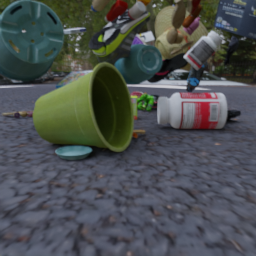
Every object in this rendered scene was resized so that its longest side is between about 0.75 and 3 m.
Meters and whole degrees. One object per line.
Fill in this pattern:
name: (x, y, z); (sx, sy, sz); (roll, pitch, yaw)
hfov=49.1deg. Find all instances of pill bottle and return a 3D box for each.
pill bottle: (2.232, -0.612, 10.053); (2.292, 1.287, 1.287); (1, 11, 2)
pill bottle: (2.270, -2.341, 8.452); (0.615, 1.110, 0.615); (39, 18, -15)

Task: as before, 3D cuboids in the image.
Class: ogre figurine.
ogre figurine: (0.878, -1.364, 14.934); (0.729, 0.891, 1.486); (41, -13, -16)

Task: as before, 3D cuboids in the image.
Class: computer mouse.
computer mouse: (3.531, -2.659, 9.468); (0.282, 0.741, 1.071); (17, 59, 18)

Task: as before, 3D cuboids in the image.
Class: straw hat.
straw hat: (1.816, -3.267, 11.468); (1.261, 2.980, 2.980); (-41, 32, -26)

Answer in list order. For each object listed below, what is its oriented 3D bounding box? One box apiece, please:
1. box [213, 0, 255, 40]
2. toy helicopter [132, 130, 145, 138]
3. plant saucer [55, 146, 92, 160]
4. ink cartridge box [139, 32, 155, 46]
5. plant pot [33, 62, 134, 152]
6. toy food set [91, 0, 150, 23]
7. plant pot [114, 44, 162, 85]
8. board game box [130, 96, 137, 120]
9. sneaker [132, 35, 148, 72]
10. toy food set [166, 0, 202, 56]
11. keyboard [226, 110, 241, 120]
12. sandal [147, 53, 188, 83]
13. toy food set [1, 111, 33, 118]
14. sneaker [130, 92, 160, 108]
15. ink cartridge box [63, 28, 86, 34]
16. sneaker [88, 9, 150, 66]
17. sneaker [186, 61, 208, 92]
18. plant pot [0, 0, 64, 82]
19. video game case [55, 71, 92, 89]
box: (3.200, -3.219, 7.715); (0.394, 1.216, 1.543); (-18, 40, -34)
toy helicopter: (0.142, 0.139, 8.710); (0.949, 0.374, 0.628); (-1, 11, -30)
plant saucer: (-1.312, 0.615, 6.783); (0.860, 0.155, 0.860); (0, 11, 0)
ink cartridge box: (0.548, -3.988, 13.576); (1.349, 0.577, 0.995); (-17, -21, -5)
plant pot: (-1.301, -0.384, 7.558); (2.170, 2.285, 2.285); (-8, 7, 24)
toy food set: (-0.343, -3.631, 8.140); (1.984, 0.947, 0.893); (1, -15, -37)
plant pot: (0.443, -2.220, 9.603); (1.421, 1.421, 1.335); (-5, 6, -25)
board game box: (-0.575, -0.860, 12.098); (1.924, 0.977, 0.458); (0, 13, 0)
sneaker: (0.412, -3.228, 12.102); (2.450, 0.988, 1.022); (40, 48, 14)
toy food set: (1.513, -2.846, 7.489); (1.172, 1.843, 0.290); (-30, 64, -16)
keyboard: (3.353, -0.337, 11.284); (2.447, 0.485, 1.273); (-4, -13, -15)
sandal: (1.427, -2.382, 10.992); (0.444, 0.740, 1.971); (4, -21, -46)
toy food set: (-4.900, -0.608, 12.815); (1.661, 0.262, 1.056); (-1, 8, 40)
sneaker: (1.026, -1.459, 15.787); (2.209, 0.891, 0.825); (13, -1, 29)
ink cartridge box: (-2.360, -4.095, 11.843); (0.842, 0.182, 0.827); (16, 31, 39)
sneaker: (-0.188, -2.908, 8.991); (0.994, 1.089, 2.690); (26, 60, 30)
sneaker: (2.413, -1.957, 10.121); (0.547, 1.493, 0.612); (26, -25, 4)
plant pot: (-3.547, -3.075, 9.815); (2.649, 2.649, 2.595); (-6, 6, -29)
video game case: (-1.688, -1.704, 9.800); (1.470, 0.131, 1.052); (2, 38, 29)
